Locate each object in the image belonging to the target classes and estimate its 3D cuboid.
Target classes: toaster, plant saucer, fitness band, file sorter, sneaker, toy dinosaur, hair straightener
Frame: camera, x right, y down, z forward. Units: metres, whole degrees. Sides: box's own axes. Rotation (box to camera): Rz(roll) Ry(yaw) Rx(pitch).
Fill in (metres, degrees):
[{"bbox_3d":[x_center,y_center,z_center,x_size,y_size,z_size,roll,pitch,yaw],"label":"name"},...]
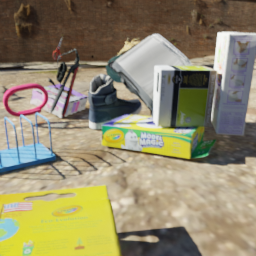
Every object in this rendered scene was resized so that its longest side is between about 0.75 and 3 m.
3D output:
[{"bbox_3d":[0.852,-1.736,9.204,1.873,1.648,2.901,-39,60,-1],"label":"toaster"},{"bbox_3d":[-0.226,-2.188,10.255,1.183,1.183,0.213,-1,43,-5],"label":"plant saucer"},{"bbox_3d":[-3.608,-0.988,9.959,1.555,1.117,0.291,-17,32,-26],"label":"fitness band"},{"bbox_3d":[-2.827,0.315,6.796,1.699,1.042,1.179,-12,20,-33],"label":"file sorter"},{"bbox_3d":[-0.397,-1.094,9.756,0.903,1.716,2.375,19,33,40],"label":"sneaker"},{"bbox_3d":[-0.013,-2.886,10.014,1.384,0.403,0.700,-23,28,31],"label":"toy dinosaur"},{"bbox_3d":[-1.814,-1.271,7.648,0.721,1.874,0.383,17,9,-20],"label":"hair straightener"}]

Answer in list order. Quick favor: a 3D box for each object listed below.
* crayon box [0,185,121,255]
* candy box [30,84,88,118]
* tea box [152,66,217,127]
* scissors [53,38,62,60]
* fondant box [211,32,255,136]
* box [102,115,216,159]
[{"bbox_3d":[-0.918,1.600,3.041,1.741,0.696,2.742,-2,17,-8],"label":"crayon box"},{"bbox_3d":[-2.810,-1.157,11.615,1.531,0.653,1.825,25,23,14],"label":"candy box"},{"bbox_3d":[1.429,-0.856,7.416,1.449,1.473,0.984,1,18,-4],"label":"tea box"},{"bbox_3d":[-2.222,-2.509,8.832,0.295,0.806,0.056,12,41,-2],"label":"scissors"},{"bbox_3d":[2.750,-1.256,7.565,0.728,2.498,1.802,3,19,9],"label":"fondant box"},{"bbox_3d":[0.901,0.184,7.809,2.892,0.699,1.697,8,16,23],"label":"box"}]
